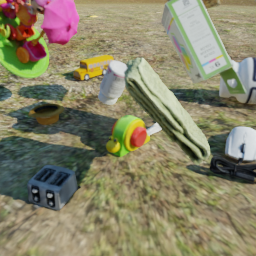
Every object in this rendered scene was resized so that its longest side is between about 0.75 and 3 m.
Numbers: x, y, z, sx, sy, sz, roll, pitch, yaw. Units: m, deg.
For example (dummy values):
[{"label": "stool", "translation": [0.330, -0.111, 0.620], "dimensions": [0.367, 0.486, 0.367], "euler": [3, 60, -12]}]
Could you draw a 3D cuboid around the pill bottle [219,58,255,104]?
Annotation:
[{"label": "pill bottle", "translation": [4.797, -1.640, 9.975], "dimensions": [2.823, 1.634, 1.634], "euler": [8, 30, 12]}]

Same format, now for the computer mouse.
[{"label": "computer mouse", "translation": [2.958, 0.490, 7.301], "dimensions": [1.317, 0.527, 2.403], "euler": [10, 31, 20]}]

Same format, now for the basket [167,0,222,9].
[{"label": "basket", "translation": [1.929, -3.988, 7.744], "dimensions": [1.584, 1.131, 1.180], "euler": [7, 50, 47]}]

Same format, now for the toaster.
[{"label": "toaster", "translation": [-1.568, 1.237, 5.969], "dimensions": [0.792, 0.519, 0.875], "euler": [12, 31, 18]}]

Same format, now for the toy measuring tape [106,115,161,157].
[{"label": "toy measuring tape", "translation": [0.357, -0.063, 7.908], "dimensions": [0.977, 0.977, 2.655], "euler": [22, 36, 34]}]

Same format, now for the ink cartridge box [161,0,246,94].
[{"label": "ink cartridge box", "translation": [1.748, -1.798, 6.766], "dimensions": [0.768, 2.591, 1.345], "euler": [-28, 3, 6]}]

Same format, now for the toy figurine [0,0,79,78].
[{"label": "toy figurine", "translation": [-2.766, -3.339, 8.580], "dimensions": [2.675, 2.907, 2.182], "euler": [-17, 15, 36]}]

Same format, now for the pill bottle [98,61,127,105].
[{"label": "pill bottle", "translation": [-0.371, -1.106, 7.014], "dimensions": [0.574, 1.012, 0.574], "euler": [17, 41, -15]}]

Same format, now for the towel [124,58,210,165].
[{"label": "towel", "translation": [0.624, -0.450, 4.937], "dimensions": [0.444, 1.805, 2.433], "euler": [-40, 13, 12]}]

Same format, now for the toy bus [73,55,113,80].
[{"label": "toy bus", "translation": [-1.583, -2.797, 12.951], "dimensions": [1.959, 0.767, 0.638], "euler": [-26, 38, -38]}]

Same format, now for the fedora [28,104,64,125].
[{"label": "fedora", "translation": [-2.604, -0.411, 8.996], "dimensions": [1.120, 0.457, 1.120], "euler": [-4, 28, 2]}]
